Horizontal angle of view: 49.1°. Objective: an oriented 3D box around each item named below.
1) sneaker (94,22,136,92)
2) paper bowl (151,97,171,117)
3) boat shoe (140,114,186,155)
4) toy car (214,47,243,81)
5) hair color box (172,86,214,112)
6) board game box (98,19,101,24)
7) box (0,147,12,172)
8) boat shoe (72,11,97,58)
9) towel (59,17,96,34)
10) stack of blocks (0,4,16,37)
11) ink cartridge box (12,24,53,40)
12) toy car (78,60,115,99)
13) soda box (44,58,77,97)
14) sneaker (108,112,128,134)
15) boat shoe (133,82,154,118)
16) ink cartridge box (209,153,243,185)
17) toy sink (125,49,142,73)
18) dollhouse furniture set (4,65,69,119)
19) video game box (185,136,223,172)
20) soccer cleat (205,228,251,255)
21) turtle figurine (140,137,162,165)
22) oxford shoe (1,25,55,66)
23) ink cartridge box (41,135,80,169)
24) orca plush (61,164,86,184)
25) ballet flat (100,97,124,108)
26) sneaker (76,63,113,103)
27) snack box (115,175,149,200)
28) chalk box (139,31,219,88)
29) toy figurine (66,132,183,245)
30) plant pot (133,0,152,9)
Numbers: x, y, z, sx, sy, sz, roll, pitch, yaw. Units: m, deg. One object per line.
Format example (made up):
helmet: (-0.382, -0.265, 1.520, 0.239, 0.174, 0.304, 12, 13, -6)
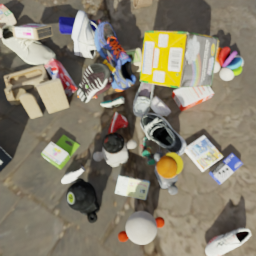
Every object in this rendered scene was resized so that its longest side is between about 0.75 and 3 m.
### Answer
sneaker: (-0.377, -2.692, 10.519, 1.006, 2.670, 1.047, -38, 25, -33)
paper bowl: (1.169, -0.748, 10.459, 0.431, 0.828, 0.828, -43, 69, 13)
boat shoe: (0.967, 0.094, 9.442, 0.859, 0.794, 2.326, -49, 41, 12)
toy car: (3.978, -2.716, 11.279, 1.407, 1.055, 1.232, 37, 69, 16)
hair color box: (2.505, -1.294, 10.906, 1.396, 0.446, 0.774, -24, 71, -10)
board game box: (-0.865, -3.905, 12.030, 0.144, 0.760, 1.477, -29, 66, 12)
box: (-5.158, 0.664, 9.410, 1.943, 1.442, 1.040, 33, 68, 14)
boat shoe: (-1.453, -3.379, 10.745, 1.175, 2.757, 1.019, 17, 75, -5)
towel: (-2.170, -4.371, 12.153, 1.648, 0.408, 1.217, 2, 40, -15)
stack of blocks: (-6.023, -4.544, 12.437, 1.932, 0.566, 1.112, -40, 71, -18)
ink cartridge box: (-3.784, -3.825, 11.132, 1.185, 0.445, 0.977, 11, 30, 21)
toy car: (-1.175, -1.583, 10.349, 0.684, 2.056, 1.008, 41, 61, -12)
soda box: (-2.674, -2.019, 11.144, 0.502, 0.554, 1.582, -41, 68, 14)
sneaker: (-0.325, -0.079, 10.141, 0.613, 0.416, 1.062, 21, 53, -9)
boat shoe: (0.633, -1.275, 10.826, 0.685, 0.596, 1.857, 16, 66, 8)
ink cartridge box: (3.393, 1.414, 9.714, 1.101, 0.243, 0.518, -36, 70, -16)
toy sink: (0.291, -2.776, 11.535, 1.131, 0.634, 0.737, -9, 65, -4)
dollhouse furniture set: (-3.619, -1.733, 10.400, 2.028, 1.737, 2.132, -20, 65, -10)
video game box: (2.664, 0.897, 9.961, 0.926, 0.238, 1.017, -33, 67, -14)
soccer cleat: (3.036, 3.452, 8.498, 1.511, 0.644, 0.519, -20, 65, -10)
turtle figurine: (0.743, 0.807, 9.736, 0.843, 1.126, 0.567, 38, 113, -7)
oxford shoe: (-4.302, -3.473, 11.800, 2.807, 0.811, 1.055, 32, 66, 13)
ink cartridge box: (-2.392, 0.775, 9.931, 0.810, 0.415, 1.096, 31, 69, 14)
orca plush: (-1.903, 1.555, 9.596, 0.911, 0.479, 0.324, -45, 30, 5)
ballet flat: (-0.582, -0.933, 10.830, 0.951, 0.341, 0.341, -17, 65, -8)
sneaker: (-0.908, -1.719, 9.721, 1.265, 2.190, 0.829, -29, 90, -35)
snack box: (0.135, 1.964, 9.242, 1.042, 0.193, 0.606, 13, 95, -1)
chalk box: (1.998, -2.425, 10.026, 1.738, 1.746, 2.807, 17, 19, 39)
toy figurine: (-0.040, 1.748, 8.433, 2.954, 2.055, 2.909, 25, 70, 14)
plant pot: (0.715, -6.020, 13.093, 0.746, 0.856, 0.856, -3, 63, -20)
